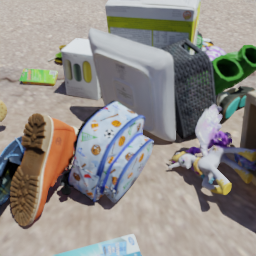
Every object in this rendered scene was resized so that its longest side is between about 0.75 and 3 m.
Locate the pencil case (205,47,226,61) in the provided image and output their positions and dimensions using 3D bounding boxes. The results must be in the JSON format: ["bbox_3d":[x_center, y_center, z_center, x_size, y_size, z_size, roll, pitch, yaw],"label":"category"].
[{"bbox_3d":[2.301,-1.742,8.671,0.782,0.768,1.830,34,72,14],"label":"pencil case"}]

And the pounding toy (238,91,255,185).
[{"bbox_3d":[3.237,0.170,4.777,1.576,2.217,2.041,-9,26,-10],"label":"pounding toy"}]

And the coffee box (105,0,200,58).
[{"bbox_3d":[0.842,-2.872,8.150,2.249,2.224,2.246,9,47,14],"label":"coffee box"}]

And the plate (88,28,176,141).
[{"bbox_3d":[0.015,-0.931,6.770,2.499,2.504,0.405,30,57,34],"label":"plate"}]

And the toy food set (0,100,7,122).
[{"bbox_3d":[-3.844,-0.318,6.915,1.348,1.362,0.331,-53,37,4],"label":"toy food set"}]

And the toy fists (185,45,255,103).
[{"bbox_3d":[2.452,-1.425,7.420,2.627,1.339,0.903,-28,79,-39],"label":"toy fists"}]

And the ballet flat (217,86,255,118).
[{"bbox_3d":[2.993,-0.782,8.091,0.675,0.671,1.973,33,39,33],"label":"ballet flat"}]

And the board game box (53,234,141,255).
[{"bbox_3d":[-0.468,2.363,4.197,1.521,0.357,1.149,-10,39,-13],"label":"board game box"}]

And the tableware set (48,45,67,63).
[{"bbox_3d":[-1.840,-2.901,10.876,2.368,0.363,1.595,15,40,29],"label":"tableware set"}]

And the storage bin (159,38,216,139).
[{"bbox_3d":[1.370,-0.938,6.945,0.972,2.074,1.402,-22,39,-4],"label":"storage bin"}]

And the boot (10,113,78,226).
[{"bbox_3d":[-1.532,0.835,5.413,0.774,2.062,1.106,13,-2,33],"label":"boot"}]

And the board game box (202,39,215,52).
[{"bbox_3d":[2.461,-3.289,11.559,2.107,0.365,1.330,-1,37,-1],"label":"board game box"}]

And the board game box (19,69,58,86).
[{"bbox_3d":[-3.039,-1.739,9.546,1.192,0.179,0.569,7,59,2],"label":"board game box"}]

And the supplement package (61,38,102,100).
[{"bbox_3d":[-1.279,-1.849,8.754,1.117,1.472,1.109,11,39,12],"label":"supplement package"}]

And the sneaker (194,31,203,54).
[{"bbox_3d":[1.519,-2.800,10.164,2.362,0.922,1.006,-10,60,18],"label":"sneaker"}]

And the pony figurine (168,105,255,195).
[{"bbox_3d":[1.819,0.544,5.873,1.614,1.392,1.672,-45,36,-12],"label":"pony figurine"}]

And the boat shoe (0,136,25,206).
[{"bbox_3d":[-2.275,0.905,5.716,0.696,0.853,2.027,-17,37,29],"label":"boat shoe"}]

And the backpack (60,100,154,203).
[{"bbox_3d":[-0.334,0.441,5.505,1.414,1.749,1.836,22,41,17],"label":"backpack"}]
